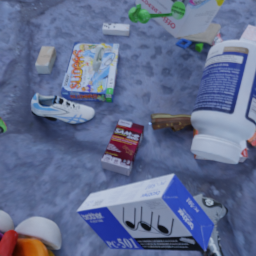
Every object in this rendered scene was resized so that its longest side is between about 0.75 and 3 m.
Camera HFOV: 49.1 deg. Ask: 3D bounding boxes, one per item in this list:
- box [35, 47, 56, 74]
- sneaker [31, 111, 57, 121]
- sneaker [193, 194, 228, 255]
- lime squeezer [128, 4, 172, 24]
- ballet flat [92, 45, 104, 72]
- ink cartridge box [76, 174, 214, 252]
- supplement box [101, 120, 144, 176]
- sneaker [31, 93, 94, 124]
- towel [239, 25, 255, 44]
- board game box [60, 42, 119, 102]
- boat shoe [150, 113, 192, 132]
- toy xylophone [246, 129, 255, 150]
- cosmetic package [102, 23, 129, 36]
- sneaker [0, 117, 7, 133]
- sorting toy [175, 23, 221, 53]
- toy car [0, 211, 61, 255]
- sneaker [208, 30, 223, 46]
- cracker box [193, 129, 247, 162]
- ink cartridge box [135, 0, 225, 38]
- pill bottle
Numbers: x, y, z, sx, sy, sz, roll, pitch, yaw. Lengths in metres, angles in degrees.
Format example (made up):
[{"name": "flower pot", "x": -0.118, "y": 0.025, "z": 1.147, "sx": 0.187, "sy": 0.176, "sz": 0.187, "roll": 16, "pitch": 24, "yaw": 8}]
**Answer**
[{"name": "box", "x": -3.264, "y": -2.701, "z": 11.159, "sx": 0.544, "sy": 0.445, "sz": 1.145, "roll": 2, "pitch": 54, "yaw": 1}, {"name": "sneaker", "x": -2.817, "y": -0.600, "z": 9.735, "sx": 0.989, "sy": 0.330, "sz": 0.530, "roll": 16, "pitch": 58, "yaw": 14}, {"name": "sneaker", "x": 2.254, "y": 2.569, "z": 7.233, "sx": 1.182, "sy": 0.768, "sz": 2.047, "roll": -20, "pitch": 56, "yaw": -16}, {"name": "lime squeezer", "x": 0.430, "y": -2.862, "z": 6.963, "sx": 1.978, "sy": 0.699, "sz": 0.373, "roll": -25, "pitch": 93, "yaw": -57}, {"name": "ballet flat", "x": -0.942, "y": -2.213, "z": 8.961, "sx": 0.314, "sy": 0.874, "sz": 0.314, "roll": 11, "pitch": 13, "yaw": -3}, {"name": "ink cartridge box", "x": 0.159, "y": 1.601, "z": 4.987, "sx": 1.136, "sy": 2.416, "sz": 0.534, "roll": 51, "pitch": 48, "yaw": -11}, {"name": "supplement box", "x": -0.137, "y": 0.583, "z": 8.788, "sx": 0.897, "sy": 0.502, "sz": 1.649, "roll": 14, "pitch": 55, "yaw": 10}, {"name": "sneaker", "x": -2.145, "y": -0.661, "z": 9.373, "sx": 2.115, "sy": 0.766, "sz": 0.760, "roll": 9, "pitch": 48, "yaw": -15}, {"name": "towel", "x": 5.691, "y": -3.688, "z": 11.979, "sx": 1.703, "sy": 0.274, "sz": 1.626, "roll": 29, "pitch": 59, "yaw": 18}, {"name": "board game box", "x": -1.373, "y": -2.206, "z": 10.784, "sx": 1.875, "sy": 0.477, "sz": 2.770, "roll": 2, "pitch": 55, "yaw": 2}, {"name": "boat shoe", "x": 1.591, "y": -0.157, "z": 9.332, "sx": 1.736, "sy": 0.625, "sz": 0.586, "roll": 2, "pitch": 87, "yaw": -8}, {"name": "toy xylophone", "x": 3.928, "y": 0.264, "z": 9.154, "sx": 1.091, "sy": 0.274, "sz": 0.799, "roll": 38, "pitch": 63, "yaw": 24}, {"name": "cosmetic package", "x": -0.535, "y": -4.385, "z": 12.459, "sx": 1.160, "sy": 0.294, "sz": 0.479, "roll": 4, "pitch": 55, "yaw": 3}, {"name": "sneaker", "x": -3.170, "y": -0.207, "z": 6.181, "sx": 0.576, "sy": 1.376, "sz": 0.528, "roll": -39, "pitch": 61, "yaw": -21}, {"name": "sorting toy", "x": 3.056, "y": -4.091, "z": 12.138, "sx": 1.542, "sy": 0.373, "sz": 2.738, "roll": 20, "pitch": 57, "yaw": 23}, {"name": "toy car", "x": -2.979, "y": 2.983, "z": 6.068, "sx": 2.859, "sy": 2.144, "sz": 2.502, "roll": 9, "pitch": 56, "yaw": 6}, {"name": "sneaker", "x": 3.867, "y": -3.838, "z": 12.056, "sx": 0.522, "sy": 0.325, "sz": 0.973, "roll": 30, "pitch": 63, "yaw": 18}, {"name": "cracker box", "x": 2.876, "y": 0.482, "z": 8.836, "sx": 1.538, "sy": 0.444, "sz": 1.030, "roll": 4, "pitch": 61, "yaw": 2}, {"name": "ink cartridge box", "x": 2.076, "y": -4.865, "z": 9.226, "sx": 2.108, "sy": 2.873, "sz": 2.098, "roll": 46, "pitch": 45, "yaw": 17}, {"name": "pill bottle", "x": 2.088, "y": -0.498, "z": 5.924, "sx": 1.301, "sy": 1.301, "sz": 2.345, "roll": 15, "pitch": 81, "yaw": 11}]
